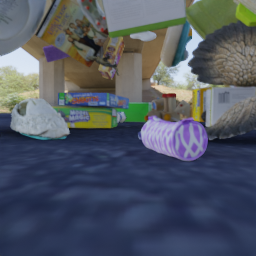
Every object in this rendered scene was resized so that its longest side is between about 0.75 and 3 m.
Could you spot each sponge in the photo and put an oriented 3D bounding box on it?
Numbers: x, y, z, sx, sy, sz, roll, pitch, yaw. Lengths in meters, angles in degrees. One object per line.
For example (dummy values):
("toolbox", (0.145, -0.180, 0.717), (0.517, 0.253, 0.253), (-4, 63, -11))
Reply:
("sponge", (-2.426, -2.662, 9.750), (0.948, 0.529, 0.141), (-18, 40, -8))

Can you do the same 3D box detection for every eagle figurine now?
("eagle figurine", (2.536, -0.639, 4.646), (2.863, 2.160, 2.172), (11, 14, 0))

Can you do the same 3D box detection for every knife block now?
("knife block", (4.410, -0.760, 14.720), (2.943, 2.584, 0.942), (-47, 14, -10))

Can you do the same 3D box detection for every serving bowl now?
("serving bowl", (-2.842, -2.608, 5.855), (0.932, 2.834, 2.834), (41, 22, 22))

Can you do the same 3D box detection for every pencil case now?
("pencil case", (0.466, 0.086, 3.088), (0.416, 0.424, 0.992), (-3, 5, -18))

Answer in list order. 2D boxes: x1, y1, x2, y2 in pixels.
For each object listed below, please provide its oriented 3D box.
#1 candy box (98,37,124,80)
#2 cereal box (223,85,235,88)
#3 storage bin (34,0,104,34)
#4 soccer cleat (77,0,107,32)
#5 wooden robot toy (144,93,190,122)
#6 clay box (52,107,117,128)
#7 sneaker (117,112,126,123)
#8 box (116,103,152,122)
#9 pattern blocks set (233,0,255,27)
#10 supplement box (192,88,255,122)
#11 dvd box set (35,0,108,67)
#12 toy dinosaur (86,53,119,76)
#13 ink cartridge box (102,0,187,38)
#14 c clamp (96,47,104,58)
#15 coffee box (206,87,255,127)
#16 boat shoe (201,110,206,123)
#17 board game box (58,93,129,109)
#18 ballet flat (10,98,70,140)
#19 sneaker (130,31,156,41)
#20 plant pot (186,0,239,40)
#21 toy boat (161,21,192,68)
("candy box", (-0.663, -2.882, 11.414), (0.446, 1.581, 0.922), (18, -6, 9))
("cereal box", (3.540, -1.780, 9.629), (0.652, 0.906, 0.179), (16, -15, -40))
("storage bin", (-1.447, -3.718, 8.572), (2.841, 1.341, 2.862), (-3, 23, -3))
("soccer cleat", (-0.903, -2.824, 6.296), (0.607, 0.542, 1.564), (44, -7, 30))
("wooden robot toy", (0.987, -0.522, 9.096), (1.111, 1.078, 2.448), (-12, 7, -17))
("clay box", (-1.566, -0.292, 7.829), (2.398, 0.571, 1.378), (2, 2, 4))
("sneaker", (-0.551, -0.434, 11.387), (1.313, 0.531, 0.759), (13, 8, 43))
("box", (0.374, -0.748, 12.847), (1.799, 0.870, 1.588), (1, 4, 22))
("pattern blocks set", (2.285, -2.040, 4.579), (1.563, 1.779, 0.144), (-30, -19, -25))
("supplement box", (4.399, -1.046, 12.720), (2.723, 1.482, 1.491), (0, 4, 1))
("dvd box set", (-1.342, -2.406, 7.053), (1.587, 1.161, 0.233), (26, 8, -40))
("toy dinosaur", (-0.554, -1.725, 7.443), (1.101, 0.261, 0.485), (23, -18, -32))
("ink cartridge box", (0.210, -3.099, 5.589), (1.622, 2.194, 0.831), (-9, 26, 5))
("c clamp", (-1.338, -3.375, 11.205), (0.198, 1.249, 1.463), (-26, -32, -19))
("coffee box", (2.802, -0.548, 7.801), (1.092, 1.094, 1.082), (0, 4, 6))
("boat shoe", (3.211, -0.513, 9.463), (0.738, 0.834, 2.279), (9, 9, 39))
("board game box", (-0.884, -0.745, 7.899), (1.342, 0.342, 1.982), (2, 2, 17))
("ballet flat", (-1.864, -0.215, 5.495), (0.816, 0.816, 2.273), (-3, 5, -36))
("sneaker", (0.641, -4.293, 12.624), (1.272, 0.479, 0.563), (14, -33, 20))
("plant pot", (2.928, -3.096, 7.309), (2.035, 2.213, 2.213), (-43, -22, 31))
("toy boat", (1.797, -2.958, 10.007), (1.043, 1.887, 2.244), (16, -1, 3))
